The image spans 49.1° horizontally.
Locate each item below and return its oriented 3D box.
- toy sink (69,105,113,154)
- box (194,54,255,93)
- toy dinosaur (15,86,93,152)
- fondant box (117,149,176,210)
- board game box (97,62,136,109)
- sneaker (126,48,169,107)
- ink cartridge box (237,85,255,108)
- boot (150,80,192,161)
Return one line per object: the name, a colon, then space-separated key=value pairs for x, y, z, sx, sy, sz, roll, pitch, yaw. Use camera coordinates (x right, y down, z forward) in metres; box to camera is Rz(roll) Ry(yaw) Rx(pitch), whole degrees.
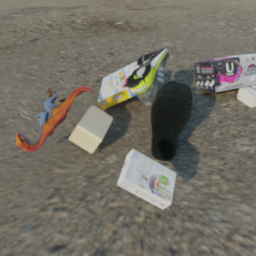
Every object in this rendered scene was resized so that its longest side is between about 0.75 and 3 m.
toy sink: x=-1.138 y=0.033 z=8.699 sx=0.843 sy=0.725 sz=1.293 roll=33 pitch=34 yaw=-8
box: x=4.122 y=-2.312 z=11.671 sx=2.233 sy=1.281 sz=1.476 roll=-13 pitch=14 yaw=-17
toy dinosaur: x=-2.193 y=-0.272 z=7.616 sx=2.163 sy=1.136 sz=1.963 roll=-26 pitch=39 yaw=25
fondant box: x=0.408 y=1.054 z=5.782 sx=1.115 sy=0.325 sz=0.805 roll=29 pitch=45 yaw=-9
board game box: x=-0.132 y=-1.720 z=10.771 sx=2.082 sy=0.420 sz=1.593 roll=-21 pitch=40 yaw=26
sneaker: x=0.758 y=-1.660 z=8.945 sx=0.970 sy=1.063 sz=2.625 roll=-7 pitch=36 yaw=35
ink cartridge box: x=5.190 y=-1.325 z=11.325 sx=1.196 sy=0.504 sz=0.865 roll=-14 pitch=37 yaw=-19
boot: x=1.269 y=-0.632 z=8.477 sx=1.042 sy=2.817 sz=2.308 roll=9 pitch=41 yaw=6
